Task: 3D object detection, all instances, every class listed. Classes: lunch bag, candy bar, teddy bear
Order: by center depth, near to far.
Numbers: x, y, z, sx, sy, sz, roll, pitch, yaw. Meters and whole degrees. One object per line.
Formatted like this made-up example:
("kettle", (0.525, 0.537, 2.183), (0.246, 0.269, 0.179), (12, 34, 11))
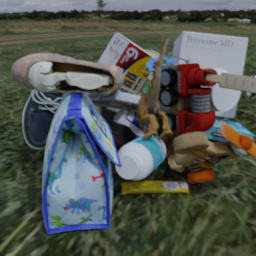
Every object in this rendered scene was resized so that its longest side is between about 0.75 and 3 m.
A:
("lunch bag", (-1.130, 0.555, 6.409), (1.726, 2.709, 2.303), (-5, 24, -9))
("candy bar", (0.710, 1.552, 7.258), (1.791, 0.199, 0.447), (0, 28, -1))
("teddy bear", (1.579, 0.677, 8.699), (1.534, 0.706, 2.115), (-11, 36, -18))

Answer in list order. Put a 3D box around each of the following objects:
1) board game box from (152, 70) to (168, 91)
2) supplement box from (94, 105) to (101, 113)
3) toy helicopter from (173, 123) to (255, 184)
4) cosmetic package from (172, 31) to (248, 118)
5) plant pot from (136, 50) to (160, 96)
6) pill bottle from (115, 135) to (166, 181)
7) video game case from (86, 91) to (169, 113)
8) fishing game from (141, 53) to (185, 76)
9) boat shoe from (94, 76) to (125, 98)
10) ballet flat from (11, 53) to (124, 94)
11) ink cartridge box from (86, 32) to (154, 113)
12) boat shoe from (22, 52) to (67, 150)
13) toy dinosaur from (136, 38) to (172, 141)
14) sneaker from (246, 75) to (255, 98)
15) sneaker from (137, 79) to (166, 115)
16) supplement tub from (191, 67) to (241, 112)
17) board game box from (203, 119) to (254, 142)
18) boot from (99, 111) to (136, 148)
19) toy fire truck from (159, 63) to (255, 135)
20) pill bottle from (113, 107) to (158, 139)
("board game box", (1.076, -1.508, 8.533), (0.693, 0.155, 1.323), (16, 39, -13))
("supplement box", (-1.810, -0.352, 10.289), (1.437, 0.838, 2.280), (6, 17, 1))
("toy helicopter", (1.883, 0.512, 6.300), (1.915, 1.142, 2.896), (-16, -19, 26))
("cosmetic package", (2.829, -1.976, 10.728), (2.322, 2.775, 2.308), (7, 9, 2))
("plant pot", (0.742, -2.375, 13.848), (2.309, 2.309, 2.114), (7, 36, 15))
("pill bottle", (0.299, 0.736, 6.961), (0.912, 0.912, 1.646), (11, 14, 22))
("video game case", (-0.063, -0.809, 9.337), (2.553, 0.293, 2.326), (9, -2, -37))
("fishing game", (1.006, -1.926, 8.327), (1.326, 0.206, 0.949), (-34, 49, -27))
("boat shoe", (-0.947, -1.435, 7.992), (0.846, 0.848, 2.291), (-57, 30, -9))
("ballet flat", (-1.315, -1.090, 5.853), (2.455, 0.836, 0.826), (0, 25, 0))
("ink cartridge box", (-0.137, -1.937, 10.918), (2.262, 2.577, 1.080), (18, 22, -45))
("boat shoe", (-2.215, -0.807, 7.898), (1.060, 2.832, 0.876), (22, -23, -23))
("toy dinosaur", (0.537, -0.553, 7.057), (0.898, 2.973, 1.579), (-15, 68, -18))
("sneaker", (4.006, -1.339, 9.124), (0.887, 0.544, 1.363), (-22, 13, -15))
("sneaker", (0.929, -1.354, 10.865), (1.147, 2.588, 0.995), (-3, 44, 3))
("supplement tub", (2.376, -1.213, 8.625), (1.306, 1.306, 1.806), (-12, 19, -24))
("board game box", (3.065, 0.040, 9.661), (1.934, 0.454, 1.460), (11, 16, 0))
("boot", (-0.799, 0.398, 8.643), (1.811, 1.705, 0.620), (-27, 37, 42))
("toy fire truck", (2.034, -0.738, 7.239), (1.372, 1.877, 2.132), (-13, 15, -35))
("pill bottle", (0.221, 0.067, 9.046), (1.457, 0.872, 0.872), (36, 18, -16))
